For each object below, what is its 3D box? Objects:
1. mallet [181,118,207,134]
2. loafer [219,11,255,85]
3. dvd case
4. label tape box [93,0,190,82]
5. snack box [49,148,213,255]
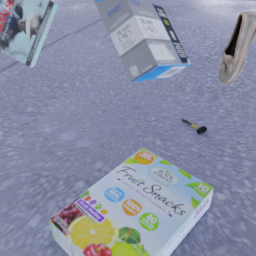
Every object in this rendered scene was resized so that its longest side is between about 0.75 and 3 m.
[{"bbox_3d":[2.089,-0.101,8.887,0.303,0.190,0.921,-20,38,-23],"label":"mallet"},{"bbox_3d":[1.731,-1.293,4.593,0.385,1.226,0.441,1,38,-21],"label":"loafer"},{"bbox_3d":[-3.447,-3.113,7.785,2.591,1.892,0.285,28,13,3],"label":"dvd case"},{"bbox_3d":[0.354,-2.791,7.700,0.917,2.898,2.090,-28,-4,36],"label":"label tape box"},{"bbox_3d":[0.143,1.786,5.898,2.042,0.761,2.872,30,46,33],"label":"snack box"}]
